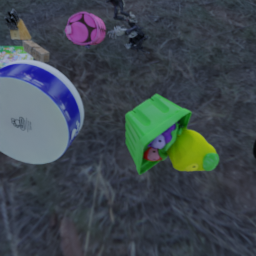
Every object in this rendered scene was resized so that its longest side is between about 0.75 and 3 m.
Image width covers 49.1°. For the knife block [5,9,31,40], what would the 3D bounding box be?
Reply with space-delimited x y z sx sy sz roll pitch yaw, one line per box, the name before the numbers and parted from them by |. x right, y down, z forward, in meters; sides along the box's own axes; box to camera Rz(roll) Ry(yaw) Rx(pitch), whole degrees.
knife block | -2.676 -2.491 6.806 0.243 0.667 0.759 3 15 10

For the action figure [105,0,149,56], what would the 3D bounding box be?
action figure | -0.099 -2.772 7.778 0.919 1.800 1.070 -28 12 -17

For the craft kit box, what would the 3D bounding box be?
craft kit box | -4.959 -2.899 11.983 1.614 0.396 1.634 2 50 -1

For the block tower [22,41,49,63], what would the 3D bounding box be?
block tower | -3.048 -2.528 9.278 0.354 0.330 1.224 -18 44 -41

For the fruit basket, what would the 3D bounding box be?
fruit basket | 0.918 0.439 6.198 1.480 2.052 2.052 -34 57 -16

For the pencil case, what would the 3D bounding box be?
pencil case | -1.215 -2.799 8.095 0.993 0.962 2.119 7 15 -3

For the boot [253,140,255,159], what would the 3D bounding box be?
boot | 3.965 0.038 6.338 1.709 2.368 0.858 2 50 -16

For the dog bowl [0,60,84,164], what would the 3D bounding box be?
dog bowl | -2.208 -0.305 6.294 2.262 2.262 0.891 9 35 8
